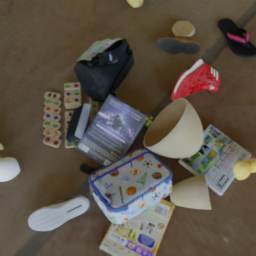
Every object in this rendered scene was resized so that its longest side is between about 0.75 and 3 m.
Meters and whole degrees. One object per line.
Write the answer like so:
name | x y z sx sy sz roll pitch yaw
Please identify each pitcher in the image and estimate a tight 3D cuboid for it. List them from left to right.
pitcher | -4.340 1.305 9.238 1.241 0.752 1.065 -20 84 -35

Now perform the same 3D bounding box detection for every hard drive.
hard drive | -1.800 -0.190 9.992 0.290 0.925 1.372 29 61 -32

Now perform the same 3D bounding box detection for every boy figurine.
boy figurine | 4.164 1.256 9.032 1.787 1.111 0.576 -9 93 -26

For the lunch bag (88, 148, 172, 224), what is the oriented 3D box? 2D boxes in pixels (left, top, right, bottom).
lunch bag | 0.010 1.707 8.756 2.444 0.923 1.958 -24 43 -20

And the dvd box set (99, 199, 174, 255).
dvd box set | 0.307 3.047 8.625 1.585 0.319 2.167 20 62 16

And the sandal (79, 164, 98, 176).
sandal | -1.217 1.504 9.603 0.999 0.239 0.376 18 62 10

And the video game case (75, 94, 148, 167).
video game case | -0.582 0.168 9.812 1.623 0.216 2.272 32 88 11

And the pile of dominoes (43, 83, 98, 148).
pile of dominoes | -2.194 -0.518 10.611 2.123 0.434 2.724 -5 59 -4

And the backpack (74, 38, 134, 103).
backpack | -0.884 -2.449 10.863 1.574 2.075 2.487 15 55 31

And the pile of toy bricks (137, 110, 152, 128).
pile of toy bricks | 0.644 -0.285 10.407 1.232 0.608 0.684 36 66 18

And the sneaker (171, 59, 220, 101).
sneaker | 2.795 -1.699 11.054 1.368 0.928 2.369 33 67 19

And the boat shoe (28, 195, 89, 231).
boat shoe | -2.088 2.642 8.720 1.962 0.696 0.707 -19 87 2

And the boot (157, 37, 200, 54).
boot | 2.193 -3.724 12.401 1.907 0.702 0.720 6 48 -6

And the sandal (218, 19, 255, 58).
sandal | 4.893 -4.164 12.617 0.992 0.595 2.641 -17 62 -10

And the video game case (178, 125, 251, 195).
video game case | 3.049 1.067 9.832 1.776 0.214 1.949 39 68 17

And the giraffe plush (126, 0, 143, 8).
giraffe plush | -0.018 -7.440 13.595 2.848 2.457 2.309 -13 47 -12

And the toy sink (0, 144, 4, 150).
toy sink | -5.312 0.771 9.525 1.609 1.049 0.902 8 65 5

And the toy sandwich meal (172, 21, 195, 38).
toy sandwich meal | 2.523 -4.501 12.960 1.149 0.394 1.149 0 64 0

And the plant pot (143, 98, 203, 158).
plant pot | 1.677 0.230 9.302 1.358 2.024 2.024 39 63 -14

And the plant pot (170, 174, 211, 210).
plant pot | 1.943 2.079 8.904 1.175 1.101 1.101 -10 59 15
